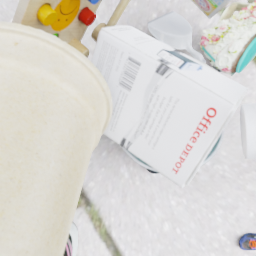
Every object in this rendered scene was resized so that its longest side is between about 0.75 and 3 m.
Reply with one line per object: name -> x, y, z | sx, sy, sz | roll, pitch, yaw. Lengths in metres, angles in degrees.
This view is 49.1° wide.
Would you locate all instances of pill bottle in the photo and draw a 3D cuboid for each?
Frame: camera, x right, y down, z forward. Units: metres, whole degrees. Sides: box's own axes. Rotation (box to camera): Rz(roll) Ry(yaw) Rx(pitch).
pill bottle -> 2.476, -0.009, 3.498 | 1.940, 1.091, 1.091 | -4, 82, 17

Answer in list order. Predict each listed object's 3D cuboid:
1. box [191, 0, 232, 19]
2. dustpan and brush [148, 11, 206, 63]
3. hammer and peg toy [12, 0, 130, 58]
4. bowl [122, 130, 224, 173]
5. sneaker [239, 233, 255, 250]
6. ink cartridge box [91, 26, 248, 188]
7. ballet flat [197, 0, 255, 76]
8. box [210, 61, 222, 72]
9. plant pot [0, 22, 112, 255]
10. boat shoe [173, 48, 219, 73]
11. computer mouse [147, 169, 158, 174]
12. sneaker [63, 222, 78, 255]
box -> 1.238, -3.056, 4.811 | 1.972, 1.109, 0.999 | 43, 93, -5
dustpan and brush -> 1.352, -2.191, 6.975 | 1.120, 0.459, 1.605 | -35, 65, -30
hammer and peg toy -> -0.769, -1.800, 4.193 | 0.792, 2.245, 1.652 | 41, 122, 7
bowl -> 0.837, 0.080, 6.249 | 2.273, 1.189, 2.273 | 0, 64, 0
sneaker -> 3.076, 2.643, 6.472 | 1.016, 0.398, 0.383 | -8, 81, -1
ink cartridge box -> 0.456, -0.412, 4.759 | 2.349, 1.008, 1.720 | 33, 125, 16
ballet flat -> 2.252, -2.001, 4.714 | 2.830, 1.070, 0.905 | -41, 62, -20
box -> 2.342, -1.980, 7.026 | 0.609, 0.528, 0.996 | -21, 83, -3
plant pot -> -1.615, 0.564, 3.594 | 2.748, 2.748, 2.516 | 0, 51, 0
boat shoe -> 1.171, -1.520, 6.789 | 2.500, 0.873, 0.886 | 31, 83, 4
computer mouse -> 1.321, 0.562, 6.840 | 1.985, 0.338, 0.582 | -23, 70, -8
sneaker -> -1.772, 3.519, 5.927 | 1.162, 1.249, 2.893 | 0, 83, 1
